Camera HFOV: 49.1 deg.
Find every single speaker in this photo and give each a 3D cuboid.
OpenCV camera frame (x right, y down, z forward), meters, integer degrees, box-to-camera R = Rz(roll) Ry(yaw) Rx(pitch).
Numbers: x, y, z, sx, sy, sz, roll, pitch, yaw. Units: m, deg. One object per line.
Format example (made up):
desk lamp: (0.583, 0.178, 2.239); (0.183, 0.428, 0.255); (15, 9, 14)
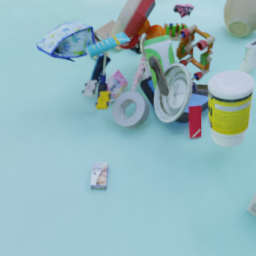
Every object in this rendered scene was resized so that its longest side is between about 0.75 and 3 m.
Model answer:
speaker: (1.244, -1.959, 9.772); (1.017, 2.299, 1.017); (-14, 13, 3)

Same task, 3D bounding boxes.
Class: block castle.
block castle: (2.166, -2.459, 9.311); (0.781, 1.664, 1.112); (-34, 60, -13)

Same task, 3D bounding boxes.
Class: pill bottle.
pill bottle: (2.820, -0.467, 7.816); (1.142, 1.998, 1.142); (-8, 41, 7)

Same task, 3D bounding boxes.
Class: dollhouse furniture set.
dollhouse furniture set: (2.419, -1.569, 10.242); (0.950, 0.753, 0.674); (13, 38, 45)

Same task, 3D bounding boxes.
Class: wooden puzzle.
wooden puzzle: (-0.667, -4.802, 14.588); (1.679, 0.338, 1.814); (39, 51, 8)

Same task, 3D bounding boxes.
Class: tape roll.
tape roll: (0.081, -0.612, 9.676); (1.273, 0.421, 1.273); (-8, 74, 27)

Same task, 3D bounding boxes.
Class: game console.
game console: (1.979, -1.387, 10.348); (2.339, 1.384, 1.997); (-33, 31, -29)

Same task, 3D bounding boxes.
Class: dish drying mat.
dish drying mat: (2.245, -0.188, 9.371); (0.432, 1.125, 0.102); (-6, 20, 0)

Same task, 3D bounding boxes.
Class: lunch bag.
lunch bag: (-2.033, -2.757, 9.130); (1.616, 1.030, 1.374); (-28, 37, -24)

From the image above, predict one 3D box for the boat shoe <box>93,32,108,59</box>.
boat shoe: (-1.641, -4.173, 13.898); (0.878, 0.758, 2.408); (-14, 45, -14)

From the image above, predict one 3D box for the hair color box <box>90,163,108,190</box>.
hair color box: (-0.841, 1.418, 8.264); (0.456, 0.270, 0.834); (1, 45, 0)

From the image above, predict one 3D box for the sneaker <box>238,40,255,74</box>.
sneaker: (5.194, -3.146, 11.866); (0.858, 1.940, 0.730); (17, 37, -20)

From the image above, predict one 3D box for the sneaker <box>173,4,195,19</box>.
sneaker: (2.284, -4.946, 11.939); (0.462, 0.558, 1.171); (15, 8, -34)

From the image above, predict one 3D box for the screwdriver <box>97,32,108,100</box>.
screwdriver: (-0.837, -1.964, 9.546); (0.353, 2.531, 0.368); (15, 38, 10)

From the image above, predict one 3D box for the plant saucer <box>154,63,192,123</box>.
plant saucer: (1.467, -1.047, 8.689); (0.463, 1.847, 1.847); (8, 38, -25)

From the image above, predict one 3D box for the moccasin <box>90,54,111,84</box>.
moccasin: (-1.113, -2.018, 10.763); (0.579, 1.698, 0.683); (17, 48, -12)

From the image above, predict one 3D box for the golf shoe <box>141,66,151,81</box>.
golf shoe: (0.727, -1.832, 11.175); (0.697, 0.561, 1.434); (10, 70, -14)

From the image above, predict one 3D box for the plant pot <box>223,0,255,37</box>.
plant pot: (6.071, -5.817, 14.824); (2.336, 2.336, 1.568); (19, 70, 20)

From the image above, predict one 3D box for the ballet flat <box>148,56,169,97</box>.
ballet flat: (1.024, -1.645, 8.771); (0.331, 0.482, 1.430); (-13, 69, -21)

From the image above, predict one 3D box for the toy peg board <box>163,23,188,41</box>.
toy peg board: (2.567, -5.394, 15.248); (1.462, 0.715, 1.456); (-1, 43, -1)

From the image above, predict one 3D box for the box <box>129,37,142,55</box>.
box: (0.386, -4.188, 13.934); (0.387, 0.735, 0.898); (-28, 50, -28)

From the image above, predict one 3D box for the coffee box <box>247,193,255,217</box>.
coffee box: (4.237, 2.251, 6.960); (1.164, 0.812, 2.036); (-28, 50, -26)

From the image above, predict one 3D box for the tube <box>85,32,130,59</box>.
tube: (-0.655, -2.626, 8.863); (1.372, 0.346, 0.531); (-27, 62, -9)

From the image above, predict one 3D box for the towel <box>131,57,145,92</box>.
towel: (0.365, -2.019, 10.720); (0.193, 0.942, 1.288); (19, 47, -9)

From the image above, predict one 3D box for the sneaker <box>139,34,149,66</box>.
sneaker: (0.950, -3.093, 11.812); (0.857, 0.993, 2.266); (-3, 75, -15)

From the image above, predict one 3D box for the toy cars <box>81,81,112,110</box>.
toy cars: (-1.078, -1.075, 9.743); (0.806, 0.398, 1.798); (-30, 46, -19)

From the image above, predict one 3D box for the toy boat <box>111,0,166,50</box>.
toy boat: (0.566, -3.814, 10.561); (1.869, 2.859, 1.866); (31, 84, -9)

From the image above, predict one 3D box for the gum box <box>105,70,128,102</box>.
gum box: (-0.546, -1.696, 11.172); (0.421, 0.722, 1.273); (-20, 28, 41)
